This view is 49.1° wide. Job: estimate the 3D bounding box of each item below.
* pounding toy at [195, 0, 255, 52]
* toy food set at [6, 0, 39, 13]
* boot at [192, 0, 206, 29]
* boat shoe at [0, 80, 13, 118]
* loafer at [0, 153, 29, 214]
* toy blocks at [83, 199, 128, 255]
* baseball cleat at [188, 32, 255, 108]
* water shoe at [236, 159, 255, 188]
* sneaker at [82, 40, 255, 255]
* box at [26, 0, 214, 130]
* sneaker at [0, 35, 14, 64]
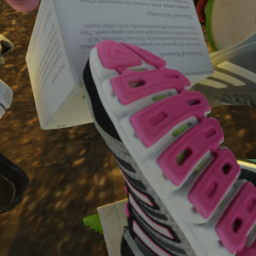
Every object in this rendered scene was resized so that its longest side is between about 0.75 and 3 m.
[{"bbox_3d":[2.163,-2.388,5.168,1.821,2.359,1.095,30,10,-31],"label":"pounding toy"},{"bbox_3d":[-1.988,-1.920,3.411,2.586,1.644,0.407,17,91,31],"label":"toy food set"},{"bbox_3d":[2.134,-3.386,6.128,2.233,2.724,1.008,20,29,1],"label":"boot"},{"bbox_3d":[-2.736,-0.692,3.220,2.630,0.967,0.878,27,64,-21],"label":"boat shoe"},{"bbox_3d":[-1.588,0.804,3.533,0.480,1.316,0.470,34,51,8],"label":"loafer"},{"bbox_3d":[0.544,1.896,4.604,2.312,1.156,1.581,-14,57,-9],"label":"toy blocks"},{"bbox_3d":[1.687,-0.504,3.727,1.038,2.978,1.585,4,74,-14],"label":"baseball cleat"},{"bbox_3d":[2.727,1.051,5.655,2.502,0.894,0.987,12,24,5],"label":"water shoe"},{"bbox_3d":[0.299,0.568,2.358,1.006,1.193,2.726,-24,79,-46],"label":"sneaker"},{"bbox_3d":[-0.258,-0.914,4.029,1.958,1.948,1.280,-11,82,-29],"label":"box"},{"bbox_3d":[-3.220,-1.613,6.100,0.960,0.875,2.342,19,39,-14],"label":"sneaker"}]
